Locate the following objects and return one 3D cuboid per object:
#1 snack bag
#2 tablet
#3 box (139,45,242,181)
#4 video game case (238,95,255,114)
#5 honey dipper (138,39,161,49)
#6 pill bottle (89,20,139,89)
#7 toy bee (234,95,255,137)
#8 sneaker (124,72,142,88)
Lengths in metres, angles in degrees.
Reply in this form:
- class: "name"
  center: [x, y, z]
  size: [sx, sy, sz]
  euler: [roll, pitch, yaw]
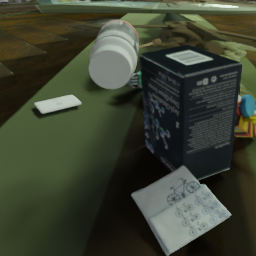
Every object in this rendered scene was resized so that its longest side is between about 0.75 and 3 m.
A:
- class: "snack bag"
  center: [0.924, 1.419, 5.228]
  size: [1.331, 0.151, 1.412]
  euler: [-27, 46, -10]
- class: "tablet"
  center: [-2.440, -0.851, 9.740]
  size: [1.417, 0.097, 0.922]
  euler: [-18, 34, -27]
- class: "box"
  center: [1.319, -0.375, 6.456]
  size: [1.369, 2.557, 1.897]
  euler: [-16, 30, -17]
- class: "video game case"
  center: [3.022, -0.589, 9.251]
  size: [2.185, 0.240, 1.991]
  euler: [-2, 30, -4]
- class: "honey dipper"
  center: [0.525, -2.254, 7.625]
  size: [0.907, 0.172, 0.172]
  euler: [-26, 39, -31]
- class: "pill bottle"
  center: [-0.275, -1.544, 5.835]
  size: [0.950, 0.950, 1.668]
  euler: [2, 37, 3]
- class: "toy bee"
  center: [2.634, -0.296, 7.367]
  size: [2.471, 1.617, 1.343]
  euler: [31, 68, -16]
- class: "sneaker"
  center: [0.192, -1.896, 10.909]
  size: [0.782, 0.665, 1.787]
  euler: [6, 8, 21]
